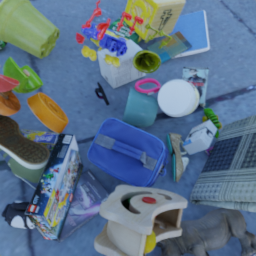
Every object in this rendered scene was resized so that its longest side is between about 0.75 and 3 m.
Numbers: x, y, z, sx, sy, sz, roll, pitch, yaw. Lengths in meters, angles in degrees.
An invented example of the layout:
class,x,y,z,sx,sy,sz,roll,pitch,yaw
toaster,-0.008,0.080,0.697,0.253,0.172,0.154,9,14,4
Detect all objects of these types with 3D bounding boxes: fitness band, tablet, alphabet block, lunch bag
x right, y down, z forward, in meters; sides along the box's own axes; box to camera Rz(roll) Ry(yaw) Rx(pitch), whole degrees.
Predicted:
class,x,y,z,sx,sy,sz,roll,pitch,yaw
fitness band,0.613,-1.286,8.645,0.856,0.160,0.615,-22,52,-31
tablet,2.374,-3.843,11.429,1.670,0.175,2.567,-7,52,18
alphabet block,0.960,-4.489,10.687,1.542,1.514,1.506,-24,62,-33
lunch bag,0.077,0.730,7.397,2.072,1.371,1.408,23,85,18

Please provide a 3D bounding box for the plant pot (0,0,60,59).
class,x,y,z,sx,sy,sz,roll,pitch,yaw
plant pot,-3.611,-3.563,10.280,1.809,1.967,1.967,35,59,-5

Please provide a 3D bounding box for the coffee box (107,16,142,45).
class,x,y,z,sx,sy,sz,roll,pitch,yaw
coffee box,-0.038,-3.887,11.311,1.326,0.474,2.156,27,51,13

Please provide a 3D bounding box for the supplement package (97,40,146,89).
class,x,y,z,sx,sy,sz,roll,pitch,yaw
supplement package,-0.214,-2.283,9.984,1.358,1.023,1.031,-25,50,-17

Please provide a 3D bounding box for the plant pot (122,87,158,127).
class,x,y,z,sx,sy,sz,roll,pitch,yaw
plant pot,0.393,-0.577,8.805,0.974,1.214,1.214,13,55,-3

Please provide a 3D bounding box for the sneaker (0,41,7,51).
class,x,y,z,sx,sy,sz,roll,pitch,yaw
sneaker,-5.776,-3.435,11.087,1.745,0.681,0.743,13,56,8

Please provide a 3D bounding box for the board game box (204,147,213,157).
class,x,y,z,sx,sy,sz,roll,pitch,yaw
board game box,2.823,0.725,8.488,0.855,0.138,0.513,-21,61,-14

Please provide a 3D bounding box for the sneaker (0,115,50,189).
class,x,y,z,sx,sy,sz,roll,pitch,yaw
sneaker,-3.128,0.732,7.792,2.811,1.262,0.943,29,42,32

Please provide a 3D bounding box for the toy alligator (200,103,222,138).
class,x,y,z,sx,sy,sz,roll,pitch,yaw
toy alligator,2.665,-0.392,9.083,0.467,0.427,1.575,-9,55,-6

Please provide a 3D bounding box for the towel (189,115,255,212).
class,x,y,z,sx,sy,sz,roll,pitch,yaw
towel,3.066,0.748,6.936,0.506,2.928,2.819,41,63,-14

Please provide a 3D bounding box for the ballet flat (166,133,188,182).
class,x,y,z,sx,sy,sz,roll,pitch,yaw
ballet flat,1.480,0.812,8.162,0.526,0.568,1.611,-1,56,-3

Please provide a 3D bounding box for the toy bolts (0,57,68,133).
class,x,y,z,sx,sy,sz,roll,pitch,yaw
toy bolts,-3.193,-0.481,6.914,1.916,2.763,2.639,-41,79,5

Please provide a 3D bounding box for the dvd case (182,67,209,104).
class,x,y,z,sx,sy,sz,roll,pitch,yaw
dvd case,2.226,-1.454,9.475,0.877,0.132,1.201,8,90,22

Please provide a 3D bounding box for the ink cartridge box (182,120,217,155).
class,x,y,z,sx,sy,sz,roll,pitch,yaw
ink cartridge box,2.121,0.284,8.273,0.401,0.694,0.957,49,46,-9

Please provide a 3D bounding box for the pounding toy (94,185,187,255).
class,x,y,z,sx,sy,sz,roll,pitch,yaw
pounding toy,0.327,2.249,6.066,1.629,2.848,1.634,10,96,11

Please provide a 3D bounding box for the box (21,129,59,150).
class,x,y,z,sx,sy,sz,roll,pitch,yaw
box,-2.702,0.377,8.563,1.223,0.393,0.429,6,55,4

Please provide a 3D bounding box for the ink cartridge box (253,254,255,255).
class,x,y,z,sx,sy,sz,roll,pitch,yaw
ink cartridge box,3.517,3.516,6.335,1.760,0.393,1.550,-23,58,-16

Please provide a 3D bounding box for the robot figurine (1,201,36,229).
class,x,y,z,sx,sy,sz,roll,pitch,yaw
robot figurine,-2.569,2.154,6.913,1.017,0.764,0.635,3,80,10

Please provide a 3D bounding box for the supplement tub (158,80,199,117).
class,x,y,z,sx,sy,sz,roll,pitch,yaw
supplement tub,1.544,-0.897,8.561,1.108,1.529,1.108,2,96,20

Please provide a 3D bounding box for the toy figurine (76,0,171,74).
class,x,y,z,sx,sy,sz,roll,pitch,yaw
toy figurine,-0.369,-2.843,8.612,2.912,1.536,1.745,8,26,-35

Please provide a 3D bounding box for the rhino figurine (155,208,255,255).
class,x,y,z,sx,sy,sz,roll,pitch,yaw
rhino figurine,1.659,2.742,6.627,2.741,0.820,1.199,-19,62,-4

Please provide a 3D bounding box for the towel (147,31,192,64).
class,x,y,z,sx,sy,sz,roll,pitch,yaw
towel,1.598,-3.137,10.958,1.479,0.160,1.084,-27,57,1

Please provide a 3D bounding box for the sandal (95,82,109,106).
class,x,y,z,sx,sy,sz,roll,pitch,yaw
sandal,-0.918,-1.130,9.220,0.296,0.465,1.238,-24,38,-2

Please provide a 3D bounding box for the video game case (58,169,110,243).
class,x,y,z,sx,sy,sz,roll,pitch,yaw
video game case,-1.416,2.015,7.506,1.728,0.164,1.235,-33,57,-22

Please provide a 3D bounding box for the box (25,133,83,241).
class,x,y,z,sx,sy,sz,roll,pitch,yaw
box,-1.699,1.433,6.896,0.410,1.486,2.175,7,50,8
